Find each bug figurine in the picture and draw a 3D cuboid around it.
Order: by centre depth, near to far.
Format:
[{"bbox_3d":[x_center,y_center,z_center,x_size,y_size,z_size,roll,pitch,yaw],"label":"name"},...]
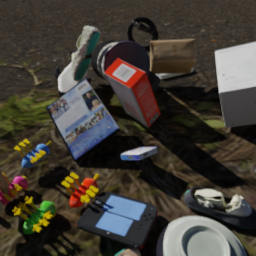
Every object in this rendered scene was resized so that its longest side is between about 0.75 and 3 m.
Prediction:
[{"bbox_3d":[-2.296,1.567,7.631,2.963,0.762,2.298,30,53,27],"label":"bug figurine"}]

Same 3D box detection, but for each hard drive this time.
[{"bbox_3d":[2.083,-2.899,13.596,1.783,0.234,1.176,-16,46,-19],"label":"hard drive"}]

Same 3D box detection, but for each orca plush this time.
[{"bbox_3d":[-2.420,-2.171,12.005,1.503,1.016,2.857,2,54,-16],"label":"orca plush"}]

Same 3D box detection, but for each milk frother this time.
[{"bbox_3d":[0.155,-3.124,11.252,2.705,2.997,2.819,8,14,-19],"label":"milk frother"}]

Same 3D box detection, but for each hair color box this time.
[{"bbox_3d":[0.211,-1.106,9.469,1.224,2.412,0.739,34,76,30],"label":"hair color box"}]

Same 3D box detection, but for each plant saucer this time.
[{"bbox_3d":[1.676,2.785,6.285,2.074,0.521,2.074,0,39,0],"label":"plant saucer"}]

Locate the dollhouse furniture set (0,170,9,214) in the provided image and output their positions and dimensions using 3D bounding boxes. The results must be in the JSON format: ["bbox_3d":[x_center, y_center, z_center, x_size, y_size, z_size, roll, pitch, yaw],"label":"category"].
[{"bbox_3d":[-4.213,2.195,6.578,2.400,1.237,2.375,-14,33,0],"label":"dollhouse furniture set"}]

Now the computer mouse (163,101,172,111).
[{"bbox_3d":[1.466,-0.782,10.404,0.256,0.873,0.149,-4,74,18],"label":"computer mouse"}]

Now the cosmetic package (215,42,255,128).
[{"bbox_3d":[4.690,-1.703,10.001,2.768,1.707,2.776,-9,40,20],"label":"cosmetic package"}]

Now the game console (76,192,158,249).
[{"bbox_3d":[-0.212,2.178,6.876,1.673,0.260,1.480,11,21,19],"label":"game console"}]

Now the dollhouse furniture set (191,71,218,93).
[{"bbox_3d":[3.245,-1.999,11.730,0.774,0.548,0.842,-28,78,-42],"label":"dollhouse furniture set"}]

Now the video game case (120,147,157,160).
[{"bbox_3d":[0.318,0.764,8.293,0.749,0.188,0.826,-19,8,-39],"label":"video game case"}]

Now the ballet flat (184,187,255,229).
[{"bbox_3d":[2.458,1.984,7.142,2.060,0.753,0.753,15,41,17],"label":"ballet flat"}]

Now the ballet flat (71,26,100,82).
[{"bbox_3d":[-1.764,-2.907,10.860,0.797,2.222,0.797,24,26,-12],"label":"ballet flat"}]

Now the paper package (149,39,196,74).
[{"bbox_3d":[1.796,-2.920,11.692,1.800,0.931,1.716,-2,-7,2],"label":"paper package"}]

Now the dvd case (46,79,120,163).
[{"bbox_3d":[-1.569,-0.310,9.288,1.767,0.217,2.476,-36,62,3],"label":"dvd case"}]

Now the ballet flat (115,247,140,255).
[{"bbox_3d":[-0.457,3.125,5.802,1.837,0.625,0.618,-22,49,-24],"label":"ballet flat"}]
